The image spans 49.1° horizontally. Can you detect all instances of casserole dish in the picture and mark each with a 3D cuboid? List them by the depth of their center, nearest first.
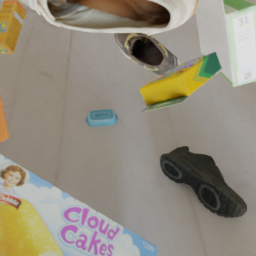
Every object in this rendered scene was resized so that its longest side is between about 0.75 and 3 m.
[{"bbox_3d":[-0.714,-0.297,7.527,0.871,0.169,0.528,-6,47,-4],"label":"casserole dish"}]

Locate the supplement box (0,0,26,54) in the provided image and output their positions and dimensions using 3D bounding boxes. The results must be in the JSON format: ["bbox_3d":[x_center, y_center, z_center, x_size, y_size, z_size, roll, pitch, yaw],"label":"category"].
[{"bbox_3d":[-3.338,-2.804,7.792,0.490,0.506,1.472,4,73,14],"label":"supplement box"}]

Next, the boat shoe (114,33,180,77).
[{"bbox_3d":[0.343,-2.035,7.122,0.836,0.693,2.328,-51,56,12],"label":"boat shoe"}]

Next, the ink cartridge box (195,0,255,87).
[{"bbox_3d":[1.740,-2.384,5.349,0.647,2.697,1.962,-16,31,5],"label":"ink cartridge box"}]

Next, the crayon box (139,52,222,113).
[{"bbox_3d":[0.787,-0.733,4.418,0.837,0.343,1.331,-10,21,49],"label":"crayon box"}]

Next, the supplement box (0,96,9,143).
[{"bbox_3d":[-2.272,-0.628,2.785,2.444,0.813,0.841,34,49,21],"label":"supplement box"}]

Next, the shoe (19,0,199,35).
[{"bbox_3d":[-0.596,-1.715,3.367,2.826,0.988,0.754,17,54,14],"label":"shoe"}]

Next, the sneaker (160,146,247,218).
[{"bbox_3d":[1.659,1.016,5.928,0.913,0.764,2.012,-30,55,-33],"label":"sneaker"}]

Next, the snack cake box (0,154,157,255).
[{"bbox_3d":[-1.071,1.873,3.880,2.878,0.967,1.655,35,43,-16],"label":"snack cake box"}]
